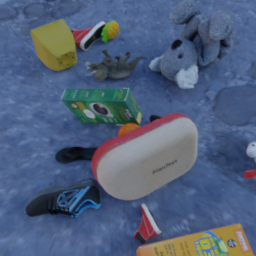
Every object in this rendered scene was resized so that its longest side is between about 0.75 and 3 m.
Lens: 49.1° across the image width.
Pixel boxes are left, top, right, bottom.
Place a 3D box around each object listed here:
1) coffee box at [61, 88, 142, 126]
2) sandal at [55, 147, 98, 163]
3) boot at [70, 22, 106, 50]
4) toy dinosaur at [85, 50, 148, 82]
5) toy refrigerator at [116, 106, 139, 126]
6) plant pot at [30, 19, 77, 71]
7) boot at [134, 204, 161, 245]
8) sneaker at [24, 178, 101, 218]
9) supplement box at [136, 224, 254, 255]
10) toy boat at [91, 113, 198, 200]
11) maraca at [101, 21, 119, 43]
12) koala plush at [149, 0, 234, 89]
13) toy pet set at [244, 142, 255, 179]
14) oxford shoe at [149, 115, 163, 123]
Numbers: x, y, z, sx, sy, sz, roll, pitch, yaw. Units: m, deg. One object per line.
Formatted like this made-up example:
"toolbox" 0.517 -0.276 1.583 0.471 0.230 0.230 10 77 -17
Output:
"coffee box" -0.750 -0.613 8.280 2.124 1.306 0.467 3 59 26
"sandal" -1.490 0.724 8.268 1.351 0.323 0.508 -5 54 -4
"boot" -1.780 -4.000 11.625 1.194 0.599 1.654 30 62 22
"toy dinosaur" -0.437 -2.211 10.269 2.299 0.885 1.176 1 69 -11
"toy refrigerator" -0.075 -0.487 9.082 0.348 0.321 0.918 2 42 50
"plant pot" -2.594 -2.912 10.414 1.329 1.338 1.369 -29 66 -20
"boot" 0.346 2.405 7.028 0.677 0.340 0.939 -36 36 4
"sneaker" -1.639 1.916 7.145 1.955 0.716 0.801 -17 55 -12
"supplement box" 1.479 2.884 6.369 2.457 0.845 0.817 -9 56 -10
"toy boat" 0.331 0.541 7.550 2.885 1.882 1.886 -24 40 -20
"maraca" -0.756 -3.943 11.462 0.569 0.730 1.064 23 54 27
"koala plush" 2.162 -2.635 9.965 2.576 2.368 2.285 -48 55 -6
"toy pet set" 4.630 0.180 7.151 2.657 2.846 1.511 -3 75 -38
"oxford shoe" 1.343 -0.045 8.800 1.457 0.529 0.615 28 39 20
